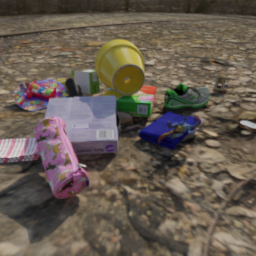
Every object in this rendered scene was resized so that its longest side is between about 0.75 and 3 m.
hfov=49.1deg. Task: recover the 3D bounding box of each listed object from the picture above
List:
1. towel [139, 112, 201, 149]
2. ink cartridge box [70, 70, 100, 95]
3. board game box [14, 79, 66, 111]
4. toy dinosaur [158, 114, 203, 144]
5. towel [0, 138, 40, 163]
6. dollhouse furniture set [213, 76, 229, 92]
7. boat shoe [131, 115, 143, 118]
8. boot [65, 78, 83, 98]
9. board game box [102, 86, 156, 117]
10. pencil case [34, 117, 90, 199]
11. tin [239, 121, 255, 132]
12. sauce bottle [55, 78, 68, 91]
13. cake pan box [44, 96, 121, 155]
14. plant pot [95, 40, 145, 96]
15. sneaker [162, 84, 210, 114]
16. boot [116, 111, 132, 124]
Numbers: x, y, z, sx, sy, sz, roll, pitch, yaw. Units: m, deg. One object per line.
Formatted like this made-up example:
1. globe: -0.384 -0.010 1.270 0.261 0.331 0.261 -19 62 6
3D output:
1. towel: 1.597 0.073 10.586 1.574 0.528 2.132 14 31 37
2. ink cartridge box: -2.160 -2.327 13.928 1.484 1.097 0.562 16 28 38
3. board game box: -4.125 -1.736 13.133 2.399 0.467 1.895 -20 53 -23
4. toy dinosaur: 1.826 -0.056 9.526 1.277 0.739 1.407 -9 -11 -42
5. towel: -3.868 0.708 9.599 1.769 0.265 1.294 -4 28 -7
6. dollhouse furniture set: 4.968 -2.279 14.886 0.678 0.682 0.967 12 1 20
7. boat shoe: 0.255 -0.553 12.007 0.816 0.256 0.297 8 62 23
8. boot: -2.371 -1.437 13.034 0.577 1.653 1.088 -13 -18 11
9. board game box: 0.058 -1.302 12.590 2.213 0.583 2.892 4 22 8
10. pencil case: -1.965 0.770 8.021 1.079 1.032 2.493 -27 52 -9
11. tin: 4.826 -0.075 11.156 0.463 0.173 0.828 -28 39 -34
12. sauce bottle: -4.019 -2.054 14.225 2.125 0.701 0.701 -14 32 -25
13. cake pan box: -1.648 -0.161 10.134 2.751 0.720 2.534 -4 44 -3
14. plant pot: -0.228 -2.402 11.882 2.142 2.142 2.016 -6 34 -12
15. sneaker: 2.754 -1.466 12.683 2.658 1.132 1.037 -18 33 -31
16. boot: -0.680 -0.171 10.993 1.567 0.550 1.146 1 32 10
